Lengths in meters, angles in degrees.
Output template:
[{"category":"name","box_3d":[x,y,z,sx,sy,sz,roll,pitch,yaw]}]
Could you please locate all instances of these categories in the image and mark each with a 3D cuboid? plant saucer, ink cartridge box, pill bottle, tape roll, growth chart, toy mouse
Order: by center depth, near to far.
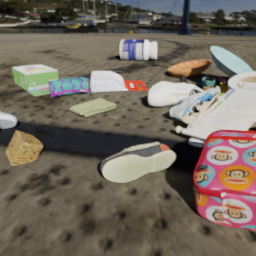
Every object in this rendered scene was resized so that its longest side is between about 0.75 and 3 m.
[{"category":"growth chart","box_3d":[2.891,-0.515,7.737,2.940,0.261,2.128,-36,31,-18]},{"category":"tape roll","box_3d":[4.838,-1.540,10.866,1.830,0.640,1.830,-10,30,6]},{"category":"plant saucer","box_3d":[4.665,-2.832,12.785,2.455,0.473,2.455,19,38,-16]},{"category":"toy mouse","box_3d":[4.268,-2.068,13.062,2.499,0.484,2.221,-10,25,-24]},{"category":"ink cartridge box","box_3d":[-4.246,-2.325,13.201,1.498,0.856,2.885,-16,27,-33]},{"category":"ink cartridge box","box_3d":[-0.492,-2.271,13.432,2.569,0.733,2.088,-6,23,-3]},{"category":"plant saucer","box_3d":[3.391,-3.287,15.548,2.378,0.445,2.378,-12,20,4]},{"category":"pill bottle","box_3d":[0.757,-5.636,20.364,2.593,1.501,1.501,5,23,10]}]

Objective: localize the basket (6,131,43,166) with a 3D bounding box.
[{"category":"basket","box_3d":[-2.571,0.562,6.993,0.626,0.653,0.877,25,3,-39]}]

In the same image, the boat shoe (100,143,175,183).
[{"category":"boat shoe","box_3d":[0.178,0.685,6.127,1.883,0.670,0.589,-9,34,-33]}]

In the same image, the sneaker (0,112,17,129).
[{"category":"sneaker","box_3d":[-4.242,-0.410,8.565,1.857,0.678,0.658,4,62,10]}]

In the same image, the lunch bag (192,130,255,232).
[{"category":"lunch bag","box_3d":[2.503,0.779,4.918,2.445,1.002,2.154,3,32,27]}]

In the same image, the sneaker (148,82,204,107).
[{"category":"sneaker","box_3d":[1.803,-1.255,10.534,2.390,0.913,0.962,-16,27,-31]}]

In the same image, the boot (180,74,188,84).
[{"category":"boot","box_3d":[2.669,-2.119,13.039,0.336,0.601,0.868,-12,26,-27]}]

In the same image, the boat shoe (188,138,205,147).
[{"category":"boat shoe","box_3d":[2.162,0.297,7.536,1.052,0.344,0.387,0,22,0]}]

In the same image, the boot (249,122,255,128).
[{"category":"boot","box_3d":[4.704,-0.528,8.190,2.684,0.971,2.232,-3,13,42]}]

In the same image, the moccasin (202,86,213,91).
[{"category":"moccasin","box_3d":[3.488,-1.700,12.394,0.821,0.317,0.300,-16,29,-34]}]

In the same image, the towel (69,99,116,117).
[{"category":"towel","box_3d":[-1.267,-0.740,10.041,1.462,0.267,1.085,-17,25,-33]}]

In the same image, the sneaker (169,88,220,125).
[{"category":"sneaker","box_3d":[2.307,-0.831,9.590,1.099,0.951,2.536,12,25,40]}]

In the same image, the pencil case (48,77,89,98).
[{"category":"pencil case","box_3d":[-2.510,-1.719,11.907,1.692,0.720,0.782,-12,48,-24]}]
